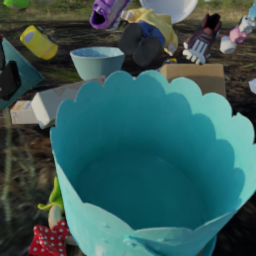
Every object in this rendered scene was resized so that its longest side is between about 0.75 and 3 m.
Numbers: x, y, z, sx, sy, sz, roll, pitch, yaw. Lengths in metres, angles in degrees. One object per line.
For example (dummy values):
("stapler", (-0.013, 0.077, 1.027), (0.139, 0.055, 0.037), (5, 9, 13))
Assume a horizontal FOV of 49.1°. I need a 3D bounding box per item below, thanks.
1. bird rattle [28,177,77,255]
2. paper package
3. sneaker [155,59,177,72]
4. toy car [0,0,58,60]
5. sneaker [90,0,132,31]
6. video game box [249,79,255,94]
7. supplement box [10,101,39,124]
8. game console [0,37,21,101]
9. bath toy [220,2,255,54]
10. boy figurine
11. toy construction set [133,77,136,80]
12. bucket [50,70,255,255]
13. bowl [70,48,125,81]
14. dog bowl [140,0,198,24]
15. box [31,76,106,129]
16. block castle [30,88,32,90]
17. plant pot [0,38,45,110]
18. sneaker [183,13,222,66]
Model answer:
("bird rattle", (-0.989, 1.544, 4.755), (1.179, 0.815, 1.446), (10, 25, -18))
("paper package", (1.966, -1.033, 8.730), (1.852, 1.766, 0.958), (-1, -7, -3))
("sneaker", (1.914, -3.089, 14.275), (0.702, 0.741, 1.803), (16, 31, 30))
("toy car", (-3.066, -3.005, 7.546), (2.774, 2.611, 0.619), (-5, 42, -33))
("sneaker", (-0.582, -4.130, 9.118), (0.964, 2.398, 1.060), (47, 47, 12))
("video game box", (6.005, -1.764, 10.677), (2.029, 0.521, 2.228), (-26, 16, 11))
("supplement box", (-3.025, -0.530, 9.225), (1.366, 0.502, 0.861), (-2, 26, -4))
("game console", (-2.242, -1.164, 5.038), (0.155, 1.282, 0.756), (-6, -16, -45))
("bath toy", (3.565, -3.099, 8.867), (0.775, 1.781, 0.658), (-3, 68, -21))
("boy figurine", (0.472, -2.086, 6.054), (1.369, 0.709, 2.202), (34, 33, -4))
("toy construction set", (1.028, -1.092, 9.619), (2.945, 1.357, 1.931), (-4, 22, -34))
("bucket", (0.311, 0.680, 4.337), (2.962, 1.927, 2.962), (5, 43, -5))
("bowl", (-1.394, -2.928, 13.249), (2.556, 1.337, 2.556), (1, 25, 0))
("dog bowl", (1.179, -3.933, 8.105), (1.689, 1.689, 0.665), (3, 30, 5))
("box", (-1.677, -0.802, 8.609), (2.239, 0.870, 1.063), (-22, -2, -33))
("block castle", (-4.851, -1.902, 11.957), (1.311, 0.615, 0.876), (-23, 34, -39))
("plant pot", (-2.685, -1.102, 6.172), (1.184, 1.209, 1.209), (-46, 39, -6))
("sneaker", (1.974, -2.334, 7.098), (0.747, 1.141, 1.975), (26, 28, -1))
